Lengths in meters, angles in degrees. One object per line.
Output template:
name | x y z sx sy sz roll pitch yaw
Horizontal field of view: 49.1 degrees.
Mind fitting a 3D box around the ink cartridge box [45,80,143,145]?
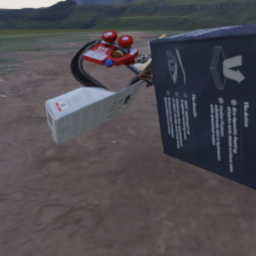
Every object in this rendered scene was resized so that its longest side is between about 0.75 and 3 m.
ink cartridge box | -0.941 -0.566 7.446 2.419 1.962 0.606 -30 79 -21

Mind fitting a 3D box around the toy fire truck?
toy fire truck | -0.463 -2.116 8.027 1.368 0.767 1.148 25 56 27

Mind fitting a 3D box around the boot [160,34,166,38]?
boot | 1.731 -3.204 12.814 1.340 1.871 0.658 29 -17 -21

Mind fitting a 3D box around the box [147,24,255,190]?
box | 2.086 -0.613 5.943 1.691 2.832 2.879 -22 23 -29

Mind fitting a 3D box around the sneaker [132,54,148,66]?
sneaker | 0.576 -3.140 13.508 0.895 0.517 0.338 -34 79 -14

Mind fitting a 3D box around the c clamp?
c clamp | -0.398 -1.994 9.349 2.817 2.406 0.381 30 23 -16

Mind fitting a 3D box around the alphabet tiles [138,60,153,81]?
alphabet tiles | 1.476 -1.666 8.635 1.997 0.075 1.669 9 -13 -13

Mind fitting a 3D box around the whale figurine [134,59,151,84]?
whale figurine | 1.306 -2.358 10.733 2.092 1.665 1.086 -19 1 13
